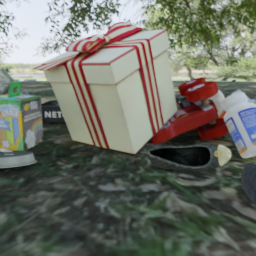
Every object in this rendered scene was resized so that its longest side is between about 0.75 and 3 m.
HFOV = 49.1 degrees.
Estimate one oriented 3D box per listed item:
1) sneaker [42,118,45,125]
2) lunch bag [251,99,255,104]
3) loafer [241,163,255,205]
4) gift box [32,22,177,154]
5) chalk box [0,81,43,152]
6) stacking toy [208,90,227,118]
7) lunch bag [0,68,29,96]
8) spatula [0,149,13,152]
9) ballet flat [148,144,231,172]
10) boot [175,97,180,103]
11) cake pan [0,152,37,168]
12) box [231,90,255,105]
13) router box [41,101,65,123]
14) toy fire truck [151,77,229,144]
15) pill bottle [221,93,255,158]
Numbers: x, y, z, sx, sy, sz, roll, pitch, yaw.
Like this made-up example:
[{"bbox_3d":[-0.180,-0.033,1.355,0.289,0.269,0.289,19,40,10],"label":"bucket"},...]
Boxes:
[{"bbox_3d":[-3.511,-0.247,10.156,0.524,0.343,0.907,21,22,36],"label":"sneaker"},{"bbox_3d":[4.102,-0.241,8.797,1.954,0.738,1.565,-1,35,1],"label":"lunch bag"},{"bbox_3d":[2.221,1.025,4.299,0.463,0.528,1.470,18,17,-7],"label":"loafer"},{"bbox_3d":[-0.617,-1.185,7.604,2.963,2.766,2.734,7,35,32],"label":"gift box"},{"bbox_3d":[-3.033,-0.359,7.492,1.075,1.736,1.080,2,12,10],"label":"chalk box"},{"bbox_3d":[3.702,-0.783,11.480,1.821,1.330,1.330,13,1,-43],"label":"stacking toy"},{"bbox_3d":[-4.347,-0.981,9.383,1.757,1.473,1.224,-41,8,-11],"label":"lunch bag"},{"bbox_3d":[-3.336,0.481,6.703,0.714,0.083,1.027,7,-11,12],"label":"spatula"},{"bbox_3d":[1.193,0.596,5.634,1.659,0.551,0.471,-7,-22,24],"label":"ballet flat"},{"bbox_3d":[1.380,-0.785,11.746,2.373,0.945,2.880,-1,16,3],"label":"boot"},{"bbox_3d":[-2.539,0.665,5.982,1.112,0.204,1.112,-2,3,0],"label":"cake pan"},{"bbox_3d":[3.261,-0.235,7.393,0.281,1.065,1.366,-27,45,2],"label":"box"},{"bbox_3d":[-2.270,-0.700,11.573,2.683,0.685,2.001,1,12,4],"label":"router box"},{"bbox_3d":[1.666,-0.416,8.848,2.324,1.552,2.768,-21,14,5],"label":"toy fire truck"},{"bbox_3d":[2.746,-0.082,6.549,0.798,1.424,0.798,-14,-22,-6],"label":"pill bottle"}]
